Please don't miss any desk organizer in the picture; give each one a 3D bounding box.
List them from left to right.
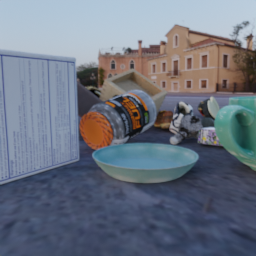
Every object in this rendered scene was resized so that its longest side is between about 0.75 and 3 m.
[{"bbox_3d":[-1.359,-0.672,8.803,2.228,0.799,0.858,38,-12,-9],"label":"desk organizer"}]

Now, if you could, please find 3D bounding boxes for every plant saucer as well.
[{"bbox_3d":[0.307,0.635,5.180,1.928,0.346,1.928,1,9,0],"label":"plant saucer"}]

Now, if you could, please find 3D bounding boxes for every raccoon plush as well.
[{"bbox_3d":[1.599,0.166,8.086,1.284,0.860,0.621,-27,62,-16],"label":"raccoon plush"}]

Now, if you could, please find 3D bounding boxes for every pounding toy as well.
[{"bbox_3d":[-0.150,-0.909,10.091,1.976,1.526,2.147,37,42,18],"label":"pounding toy"}]

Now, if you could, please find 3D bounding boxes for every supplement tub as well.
[{"bbox_3d":[-0.237,-0.211,7.303,1.195,1.195,1.950,7,24,38],"label":"supplement tub"}]

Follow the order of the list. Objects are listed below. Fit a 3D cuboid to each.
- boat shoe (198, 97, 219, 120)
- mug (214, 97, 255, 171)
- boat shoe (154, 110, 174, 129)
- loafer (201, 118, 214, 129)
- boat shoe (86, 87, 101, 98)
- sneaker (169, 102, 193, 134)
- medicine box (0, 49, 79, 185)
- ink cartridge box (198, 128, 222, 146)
[{"bbox_3d":[3.906,-0.844,13.644,0.862,1.007,2.752,-28,6,22],"label":"boat shoe"},{"bbox_3d":[2.635,0.105,5.195,2.206,1.364,1.813,-2,7,8],"label":"mug"},{"bbox_3d":[1.389,-0.341,10.489,0.693,0.650,1.925,-3,3,-6],"label":"boat shoe"},{"bbox_3d":[3.025,-0.019,9.691,0.400,0.457,1.272,18,6,-27],"label":"loafer"},{"bbox_3d":[-1.415,-1.072,10.976,0.970,1.082,2.923,0,8,18],"label":"boat shoe"},{"bbox_3d":[1.895,-0.558,9.312,0.591,0.964,1.481,33,48,17],"label":"sneaker"},{"bbox_3d":[-2.131,-0.265,5.116,1.209,2.140,2.350,6,10,34],"label":"medicine box"},{"bbox_3d":[2.778,0.266,7.211,1.712,0.431,0.933,6,5,32],"label":"ink cartridge box"}]
